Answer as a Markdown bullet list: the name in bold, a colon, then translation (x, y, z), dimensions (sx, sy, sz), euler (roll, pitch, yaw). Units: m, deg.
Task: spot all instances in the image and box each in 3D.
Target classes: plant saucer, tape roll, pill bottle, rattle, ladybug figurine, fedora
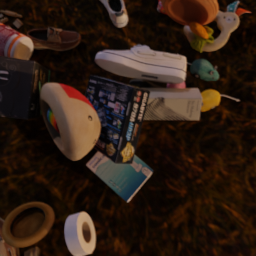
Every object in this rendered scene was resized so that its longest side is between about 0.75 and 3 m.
- **plant saucer**: translation (1.867, -3.785, 8.825), dimensions (1.880, 1.880, 0.352), euler (22, 81, 7)
- **tape roll**: translation (-1.310, 2.929, 7.729), dimensions (0.392, 1.120, 1.120), euler (-18, 73, 11)
- **pill bottle**: translation (-4.355, -3.009, 9.701), dimensions (1.843, 1.052, 1.052), euler (29, 75, 8)
- **rattle**: translation (3.129, -3.808, 9.487), dimensions (2.444, 1.746, 1.591), euler (-26, 62, 8)
- **ladybug figurine**: translation (-1.582, -0.276, 7.507), dimensions (1.049, 1.980, 2.917), euler (-20, 31, -23)
- **fedora**: translation (-2.747, 2.778, 7.844), dimensions (1.450, 0.592, 1.450), euler (0, 37, 0)

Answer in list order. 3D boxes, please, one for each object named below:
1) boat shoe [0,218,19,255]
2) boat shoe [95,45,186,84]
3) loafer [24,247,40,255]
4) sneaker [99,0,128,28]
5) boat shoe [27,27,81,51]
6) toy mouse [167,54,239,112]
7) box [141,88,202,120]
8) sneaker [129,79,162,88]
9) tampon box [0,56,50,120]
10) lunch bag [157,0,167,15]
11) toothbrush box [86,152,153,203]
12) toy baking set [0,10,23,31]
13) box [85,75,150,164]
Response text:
- **boat shoe**: translation (-3.557, 3.615, 7.644), dimensions (1.058, 1.003, 2.795), euler (-31, 75, -9)
- **boat shoe**: translation (0.421, -2.066, 8.666), dimensions (2.828, 1.040, 0.924), euler (11, 80, -10)
- **loafer**: translation (-2.726, 4.007, 7.839), dimensions (0.419, 0.464, 1.226), euler (-5, 63, 0)
- **sneaker**: translation (-0.606, -4.889, 10.408), dimensions (0.847, 0.821, 2.319), euler (-25, 74, -8)
- **boat shoe**: translation (-2.654, -3.191, 9.948), dimensions (1.901, 0.682, 0.720), euler (-5, 73, -2)
- **toy mouse**: translation (2.190, -1.682, 9.563), dimensions (2.658, 0.514, 2.363), euler (-17, 73, -5)
- **box**: translation (1.190, -0.738, 8.735), dimensions (2.049, 0.842, 0.701), euler (0, 34, 2)
- **sneaker**: translation (0.593, -1.147, 9.400), dimensions (1.332, 0.509, 0.763), euler (24, 68, 2)
- **tampon box**: translation (-3.212, -1.136, 8.201), dimensions (1.317, 2.087, 1.564), euler (8, 94, -5)
- **lunch bag**: translation (1.571, -4.818, 10.579), dimensions (0.975, 0.454, 1.107), euler (21, 74, 6)
- **toothbrush box**: translation (-0.256, 1.256, 8.482), dimensions (1.644, 0.701, 1.204), euler (39, 78, 11)
- **toy baking set**: translation (-4.644, -3.954, 10.465), dimensions (1.350, 0.157, 1.036), euler (20, 74, 6)
- **box**: translation (-0.535, -0.335, 7.776), dimensions (0.564, 2.450, 1.948), euler (7, 101, -36)
